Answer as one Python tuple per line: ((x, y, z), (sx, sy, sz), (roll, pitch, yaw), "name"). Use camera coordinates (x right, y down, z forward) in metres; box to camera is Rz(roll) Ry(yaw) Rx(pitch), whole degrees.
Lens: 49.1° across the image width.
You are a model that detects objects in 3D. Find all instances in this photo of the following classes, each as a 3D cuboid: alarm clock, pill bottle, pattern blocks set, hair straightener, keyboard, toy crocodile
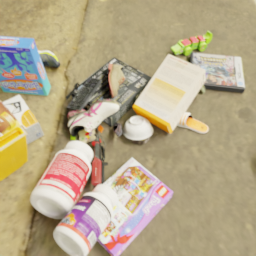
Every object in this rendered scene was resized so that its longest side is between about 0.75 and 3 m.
((0.574, 0.285, 10.976), (1.154, 0.384, 0.778), (-2, 55, -1), "alarm clock")
((-2.032, 1.598, 9.144), (1.344, 1.344, 2.395), (13, 44, 9), "pill bottle")
((-1.623, 0.239, 11.036), (1.337, 0.123, 1.521), (-9, 51, 9), "pattern blocks set")
((-1.054, 1.149, 10.135), (0.416, 0.783, 2.034), (-15, 63, 14), "hair straightener")
((-1.940, -1.422, 11.347), (1.216, 0.197, 1.914), (6, 48, 26), "keyboard")
((-1.121, 2.577, 8.059), (1.095, 1.095, 1.966), (24, 42, 16), "pill bottle")
((3.189, -4.206, 14.004), (2.288, 0.706, 0.772), (-19, 57, -13), "toy crocodile")

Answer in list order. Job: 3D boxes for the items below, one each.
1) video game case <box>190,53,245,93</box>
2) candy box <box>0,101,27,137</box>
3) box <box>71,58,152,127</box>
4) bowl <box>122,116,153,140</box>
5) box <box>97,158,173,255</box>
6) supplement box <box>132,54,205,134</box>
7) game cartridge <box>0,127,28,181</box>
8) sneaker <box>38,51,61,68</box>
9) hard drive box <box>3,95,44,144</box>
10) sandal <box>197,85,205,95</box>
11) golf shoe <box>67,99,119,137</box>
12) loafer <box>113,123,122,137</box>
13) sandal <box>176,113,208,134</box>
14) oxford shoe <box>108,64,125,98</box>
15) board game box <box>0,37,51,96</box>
((4.113, -2.627, 13.100), (2.433, 0.310, 2.199), (7, 54, 5), "video game case")
((-5.039, 0.368, 9.532), (2.656, 0.750, 1.550), (-40, 69, -20), "candy box")
((-0.666, -1.675, 12.228), (2.301, 0.625, 2.873), (32, 60, 21), "box")
((0.366, -0.089, 10.934), (1.215, 0.546, 1.215), (-3, 35, 2), "bowl")
((-0.129, 2.532, 9.257), (1.903, 0.544, 2.781), (38, 63, 24), "box")
((1.654, -1.359, 11.145), (1.694, 0.989, 2.689), (32, 82, 24), "supplement box")
((-4.296, 1.241, 8.811), (2.387, 2.708, 0.439), (-38, 83, -29), "game cartridge")
((-4.244, -3.132, 13.257), (2.316, 0.856, 0.937), (15, 62, 20), "sneaker")
((-4.786, 0.033, 10.838), (2.329, 0.894, 1.815), (-32, 60, -20), "hard drive box")
((2.191, -1.942, 12.247), (2.378, 0.944, 0.678), (28, 82, 26), "sandal")
((-1.298, -0.347, 10.683), (2.299, 0.835, 1.059), (-20, 65, 26), "golf shoe")
((-0.453, -0.001, 11.008), (0.335, 0.293, 0.931), (-45, 26, 14), "loafer")
((2.461, -0.322, 11.348), (1.693, 0.485, 0.649), (20, 57, 14), "sandal")
((-0.474, -2.026, 11.684), (0.700, 0.659, 1.871), (-1, 54, -2), "oxford shoe")
((-4.542, -2.458, 11.470), (2.067, 2.718, 0.611), (5, 58, 4), "board game box")
